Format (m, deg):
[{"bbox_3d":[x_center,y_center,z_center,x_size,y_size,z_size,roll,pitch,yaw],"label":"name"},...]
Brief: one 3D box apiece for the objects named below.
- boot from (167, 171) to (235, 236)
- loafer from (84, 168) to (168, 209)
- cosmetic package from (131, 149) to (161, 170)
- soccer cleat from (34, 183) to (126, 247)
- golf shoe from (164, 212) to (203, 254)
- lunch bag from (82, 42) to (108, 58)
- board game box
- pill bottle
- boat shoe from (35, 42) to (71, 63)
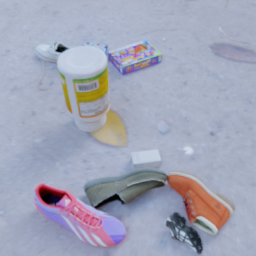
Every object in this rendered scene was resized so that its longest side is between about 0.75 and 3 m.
[{"bbox_3d":[1.823,2.064,7.916,2.093,0.785,1.122,32,59,24],"label":"boot"},{"bbox_3d":[-0.017,1.829,8.119,2.476,0.931,0.863,-13,55,0],"label":"loafer"},{"bbox_3d":[0.568,1.036,9.085,0.907,0.385,0.488,-5,47,-5],"label":"cosmetic package"},{"bbox_3d":[-1.352,2.307,7.482,2.733,1.045,0.912,20,51,18],"label":"soccer cleat"},{"bbox_3d":[1.472,2.845,7.461,1.215,0.574,0.472,52,32,11],"label":"golf shoe"},{"bbox_3d":[-1.583,-3.533,13.165,1.352,0.511,1.083,6,50,7],"label":"lunch bag"},{"bbox_3d":[0.314,-3.278,12.944,2.085,0.467,1.402,-23,52,-19],"label":"board game box"},{"bbox_3d":[-1.401,-1.183,9.490,1.530,2.755,1.530,0,48,0],"label":"pill bottle"},{"bbox_3d":[-3.149,-3.522,12.865,2.715,0.907,0.999,20,51,17],"label":"boat shoe"}]
